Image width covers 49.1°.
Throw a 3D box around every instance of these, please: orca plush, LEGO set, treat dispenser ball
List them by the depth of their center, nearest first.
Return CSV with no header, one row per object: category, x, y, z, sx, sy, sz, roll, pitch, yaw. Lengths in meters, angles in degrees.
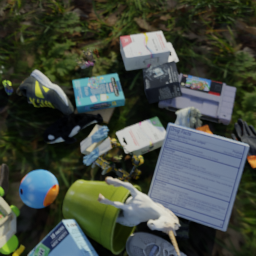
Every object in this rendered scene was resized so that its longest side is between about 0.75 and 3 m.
treat dispenser ball,-2.834,1.949,8.920,1.189,1.189,1.189,0,57,0
LEGO set,-0.390,1.160,9.337,1.683,0.975,1.294,39,104,13
orca plush,-2.091,-0.138,10.419,2.342,0.832,1.232,-10,58,-2

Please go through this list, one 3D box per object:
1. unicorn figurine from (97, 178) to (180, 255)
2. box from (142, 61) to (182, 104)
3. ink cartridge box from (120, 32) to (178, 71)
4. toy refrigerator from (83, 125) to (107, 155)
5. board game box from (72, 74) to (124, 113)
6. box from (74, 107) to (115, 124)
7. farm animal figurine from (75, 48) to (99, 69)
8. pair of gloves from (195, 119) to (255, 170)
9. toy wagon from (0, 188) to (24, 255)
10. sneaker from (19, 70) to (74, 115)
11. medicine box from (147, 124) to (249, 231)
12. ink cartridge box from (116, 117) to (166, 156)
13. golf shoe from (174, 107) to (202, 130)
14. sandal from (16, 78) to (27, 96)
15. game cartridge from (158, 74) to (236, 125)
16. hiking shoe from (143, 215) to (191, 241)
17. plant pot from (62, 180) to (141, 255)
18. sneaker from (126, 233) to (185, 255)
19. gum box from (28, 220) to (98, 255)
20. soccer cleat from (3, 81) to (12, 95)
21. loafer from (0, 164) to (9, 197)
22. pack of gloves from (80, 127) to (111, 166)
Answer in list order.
unicorn figurine,0.113,2.197,7.445,2.035,2.962,1.094,26,73,-4
box,1.354,-1.836,11.223,1.372,0.806,1.350,-13,49,12
ink cartridge box,0.971,-3.555,12.753,2.478,0.836,1.443,-10,57,-7
toy refrigerator,-1.248,0.481,10.379,0.435,0.401,1.147,20,57,17
board game box,-1.223,-1.421,11.397,1.888,0.443,1.425,-10,57,-8
box,-1.293,-0.845,11.386,1.462,0.156,1.195,16,58,9
farm animal figurine,-1.783,-3.004,12.600,0.913,0.569,1.131,10,56,27
pair of gloves,3.772,0.651,10.323,2.386,0.295,2.126,-8,57,-6
toy wagon,-4.009,2.872,8.188,2.361,0.467,1.832,54,26,-6
sneaker,-3.281,-1.172,11.178,1.209,1.064,2.857,-43,56,-15
medicine box,2.039,1.411,8.572,2.351,1.329,2.581,16,88,10
ink cartridge box,0.497,0.387,10.307,1.702,0.573,0.997,-20,62,-13
golf shoe,2.048,0.296,10.352,1.045,0.842,2.150,-3,66,43
sandal,-4.387,-1.791,11.921,0.273,0.406,1.012,13,59,45
game cartridge,2.840,-1.272,11.453,2.828,0.543,1.833,15,62,11
hiking shoe,1.182,2.931,8.738,1.511,0.572,0.760,21,50,3
plant pot,-0.838,2.412,8.374,1.889,1.962,1.962,14,57,23
sneaker,1.240,3.726,7.785,2.804,1.149,1.048,24,60,15
gum box,-1.594,4.270,7.126,2.409,0.632,2.835,-45,63,7
soccer cleat,-5.108,-1.701,11.852,0.310,0.401,0.958,-5,35,-30
loafer,-4.340,1.824,9.524,0.428,0.440,1.205,-18,49,7
pack of gloves,-1.052,0.640,9.541,1.327,0.262,1.115,-37,45,23
